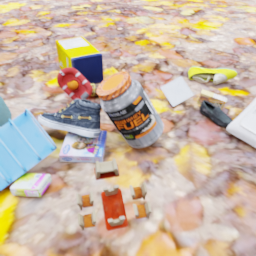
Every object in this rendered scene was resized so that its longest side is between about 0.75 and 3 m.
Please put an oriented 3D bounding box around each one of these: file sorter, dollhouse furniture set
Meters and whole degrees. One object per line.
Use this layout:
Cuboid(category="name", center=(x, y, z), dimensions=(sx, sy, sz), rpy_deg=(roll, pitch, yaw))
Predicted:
Cuboid(category="file sorter", center=(-2.762, 0.545, 6.529), dimensions=(1.809, 1.255, 1.110), rpy_deg=(-38, 8, -19))
Cuboid(category="dollhouse furniture set", center=(-0.310, 1.269, 5.263), dimensions=(1.258, 0.648, 1.245), rpy_deg=(-8, 57, -7))

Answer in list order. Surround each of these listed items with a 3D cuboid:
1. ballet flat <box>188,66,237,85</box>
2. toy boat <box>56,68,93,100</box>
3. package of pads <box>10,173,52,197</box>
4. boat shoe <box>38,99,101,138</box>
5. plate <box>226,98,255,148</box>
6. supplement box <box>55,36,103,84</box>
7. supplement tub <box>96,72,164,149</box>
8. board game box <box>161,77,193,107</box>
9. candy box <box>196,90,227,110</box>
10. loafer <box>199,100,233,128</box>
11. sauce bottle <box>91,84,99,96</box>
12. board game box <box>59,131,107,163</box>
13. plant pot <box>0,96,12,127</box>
Cuboid(category="ballet flat", center=(3.477, -2.129, 11.710), dimensions=(1.986, 0.664, 0.666), rpy_deg=(10, 59, 18))
Cuboid(category="toy boat", center=(-1.918, -1.510, 9.834), dimensions=(0.876, 1.342, 0.877), rpy_deg=(-44, 5, 5))
Cuboid(category="package of pads", center=(-2.406, 1.419, 6.938), dimensions=(0.824, 0.281, 0.636), rpy_deg=(-1, 28, 16))
Cuboid(category="boat shoe", center=(-1.730, -0.427, 8.411), dimensions=(2.208, 1.002, 0.781), rpy_deg=(12, 8, 24))
Cuboid(category="plate", center=(4.253, -0.178, 8.308), dimensions=(1.897, 0.307, 1.901), rpy_deg=(-43, 50, -10))
Cuboid(category="supplement box", center=(-2.108, -2.865, 12.019), dimensions=(1.287, 1.294, 2.364), rpy_deg=(-17, 41, -22))
Cuboid(category="supplement tub", center=(0.062, -0.490, 7.931), dimensions=(1.258, 2.053, 1.258), rpy_deg=(-24, 35, 18))
Cuboid(category="board game box", center=(1.805, -1.337, 10.363), dimensions=(0.896, 0.116, 0.896), rpy_deg=(-30, 73, -3))
Cuboid(category="candy box", center=(2.949, -0.949, 9.908), dimensions=(0.914, 0.528, 0.253), rpy_deg=(21, 50, 7))
Cuboid(category="loafer", center=(2.976, -0.475, 9.446), dimensions=(0.468, 0.484, 1.379), rpy_deg=(-24, 45, -27))
Cuboid(category="sauce bottle", center=(-1.373, -1.456, 10.750), dimensions=(1.487, 0.481, 0.481), rpy_deg=(2, 36, 10))
Cuboid(category="board game box", center=(-1.292, 0.521, 8.300), dimensions=(1.227, 0.253, 1.230), rpy_deg=(1, 36, 2))
Cuboid(category="plant pot", center=(-4.367, -0.187, 7.582), dimensions=(1.910, 2.836, 2.836), rpy_deg=(23, 20, -38))
